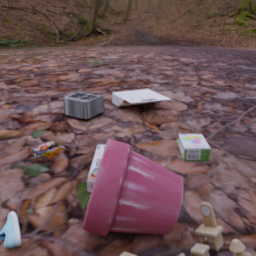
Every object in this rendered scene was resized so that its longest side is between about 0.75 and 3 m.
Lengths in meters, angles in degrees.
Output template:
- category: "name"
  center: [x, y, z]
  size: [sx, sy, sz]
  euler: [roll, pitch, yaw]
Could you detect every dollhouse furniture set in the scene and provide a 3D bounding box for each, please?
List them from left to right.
- category: "dollhouse furniture set"
  center: [1.226, 2.372, 5.176]
  size: [2.569, 1.137, 1.332]
  euler: [-21, 8, -42]

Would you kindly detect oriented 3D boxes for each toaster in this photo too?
- category: "toaster"
  center: [-2.350, -1.121, 14.504]
  size: [1.630, 1.070, 1.803]
  euler: [12, 26, 30]

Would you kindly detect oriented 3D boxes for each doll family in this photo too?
- category: "doll family"
  center: [-2.999, 0.889, 10.416]
  size: [0.861, 0.625, 1.387]
  euler: [-12, 6, -10]

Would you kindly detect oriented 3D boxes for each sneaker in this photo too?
- category: "sneaker"
  center: [-2.864, 2.413, 6.702]
  size: [0.453, 0.408, 1.105]
  euler: [-6, 22, -27]

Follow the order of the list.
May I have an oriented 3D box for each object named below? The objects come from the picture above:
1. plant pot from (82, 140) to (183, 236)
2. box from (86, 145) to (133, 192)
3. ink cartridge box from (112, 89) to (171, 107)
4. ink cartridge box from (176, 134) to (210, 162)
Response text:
- category: "plant pot"
  center: [0.157, 1.593, 6.749]
  size: [1.982, 2.214, 2.214]
  euler: [16, 23, -1]
- category: "box"
  center: [-0.530, 1.286, 9.428]
  size: [1.358, 0.428, 2.467]
  euler: [1, 22, 2]
- category: "ink cartridge box"
  center: [0.661, -1.524, 15.837]
  size: [2.411, 0.847, 2.967]
  euler: [-8, 24, -20]
- category: "ink cartridge box"
  center: [2.475, 0.641, 10.876]
  size: [0.943, 0.539, 1.817]
  euler: [0, 22, 0]
